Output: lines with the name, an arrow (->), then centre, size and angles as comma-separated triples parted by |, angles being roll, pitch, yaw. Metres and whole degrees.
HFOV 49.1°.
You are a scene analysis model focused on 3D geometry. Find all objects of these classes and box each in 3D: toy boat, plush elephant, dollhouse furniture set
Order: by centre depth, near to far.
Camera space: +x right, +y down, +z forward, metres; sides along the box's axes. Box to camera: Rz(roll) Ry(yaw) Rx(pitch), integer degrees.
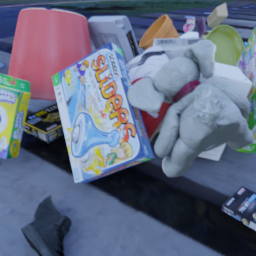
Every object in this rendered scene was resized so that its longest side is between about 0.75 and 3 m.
plush elephant -> 1.254, -0.522, 5.854 | 2.193, 2.663, 2.062 | -26, 59, 3
toy boat -> -0.013, -0.405, 7.334 | 1.539, 2.358, 1.541 | 33, 0, 41
dollhouse furniture set -> 2.816, -2.877, 8.226 | 0.981, 1.095, 1.382 | -5, -6, -10

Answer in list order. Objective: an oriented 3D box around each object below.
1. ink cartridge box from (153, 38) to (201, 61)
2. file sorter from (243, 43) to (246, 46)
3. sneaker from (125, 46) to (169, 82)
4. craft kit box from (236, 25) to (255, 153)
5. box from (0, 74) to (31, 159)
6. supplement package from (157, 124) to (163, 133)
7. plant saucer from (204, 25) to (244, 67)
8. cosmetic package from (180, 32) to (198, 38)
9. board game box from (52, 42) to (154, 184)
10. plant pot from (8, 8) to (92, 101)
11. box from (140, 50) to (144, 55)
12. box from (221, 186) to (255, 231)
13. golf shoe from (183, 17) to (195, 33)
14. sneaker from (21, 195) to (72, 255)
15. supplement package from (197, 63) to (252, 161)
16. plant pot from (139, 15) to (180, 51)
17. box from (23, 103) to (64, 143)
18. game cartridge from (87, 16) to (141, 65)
ink cartridge box -> 1.718, -2.225, 9.877 | 1.762, 2.173, 0.545 | -2, 65, 0
file sorter -> 5.067, -1.865, 10.048 | 2.501, 1.534, 1.735 | 16, 36, 3
sneaker -> 0.408, -1.269, 8.422 | 2.530, 0.951, 1.454 | -38, 66, -4
craft kit box -> 3.379, -1.108, 7.202 | 0.656, 2.669, 2.702 | 5, 61, 7
box -> -3.122, -0.323, 6.951 | 1.144, 1.950, 0.472 | 16, 5, 18
supplement package -> 0.426, -0.357, 8.730 | 0.743, 0.715, 1.306 | -31, 42, -27
plant saucer -> 2.791, -1.935, 8.493 | 2.218, 2.218, 0.345 | -20, 19, -31
cosmetic package -> 3.314, -3.152, 12.564 | 2.139, 1.790, 1.779 | 17, 34, 26
board game box -> -0.682, -0.326, 6.522 | 1.886, 2.786, 0.480 | -24, -18, 23
plant pot -> -2.342, -2.210, 8.803 | 2.842, 2.514, 2.842 | 3, 10, -1
box -> 0.543, -3.446, 14.184 | 0.931, 0.656, 1.258 | -6, 31, -11
box -> 2.563, 1.683, 5.876 | 0.853, 0.212, 0.847 | -25, 39, -36
golf shoe -> 1.805, -2.923, 8.169 | 0.286, 0.348, 0.761 | 7, 46, 26
sneaker -> -1.357, 1.938, 5.147 | 0.847, 0.488, 1.623 | -30, 38, -34
supplement package -> 2.004, -0.508, 7.356 | 1.347, 2.222, 1.331 | 13, 29, -2
plant pot -> 1.192, -3.105, 9.917 | 0.974, 1.391, 1.391 | 37, 21, -23
box -> -2.374, -0.222, 8.940 | 1.330, 0.411, 1.665 | 19, 36, 32
game cartridge -> -0.354, -2.569, 9.531 | 1.702, 2.553, 0.517 | 14, 54, 36
